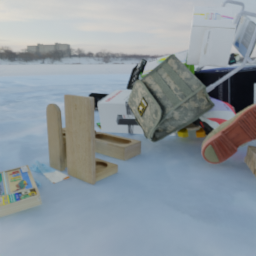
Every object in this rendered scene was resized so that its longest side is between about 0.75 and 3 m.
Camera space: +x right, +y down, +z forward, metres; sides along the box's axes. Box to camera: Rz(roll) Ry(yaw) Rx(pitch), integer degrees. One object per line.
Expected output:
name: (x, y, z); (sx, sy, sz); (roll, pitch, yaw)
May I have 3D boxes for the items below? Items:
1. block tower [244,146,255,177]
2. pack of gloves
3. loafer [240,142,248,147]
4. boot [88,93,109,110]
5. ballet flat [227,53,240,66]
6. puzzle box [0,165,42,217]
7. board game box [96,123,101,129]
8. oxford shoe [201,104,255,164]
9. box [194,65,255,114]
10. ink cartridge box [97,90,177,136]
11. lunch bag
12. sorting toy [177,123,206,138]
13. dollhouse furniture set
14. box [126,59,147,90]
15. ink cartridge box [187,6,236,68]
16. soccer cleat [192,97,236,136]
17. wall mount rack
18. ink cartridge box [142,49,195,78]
block tower: (3.044, 0.850, 6.210); (0.456, 0.488, 1.690); (5, 13, 6)
pack of gloves: (-2.078, 0.982, 6.196); (1.224, 0.242, 1.028); (13, 18, 42)
loafer: (3.430, 0.203, 8.659); (1.771, 0.637, 0.557); (-14, 8, -42)
boot: (-0.811, -1.491, 14.771); (2.115, 0.955, 2.581); (4, 19, 13)
ballet flat: (3.897, -2.533, 10.254); (0.409, 0.409, 1.120); (7, 27, 27)
puzzle box: (-2.297, 1.172, 5.277); (1.041, 0.199, 1.565); (-14, 19, -24)
board game box: (-0.931, -0.082, 10.794); (0.444, 0.099, 0.847); (-6, 15, -17)
oxford shoe: (2.668, -0.087, 6.557); (2.296, 0.813, 0.848); (-34, 14, 17)
box: (3.747, -1.323, 9.830); (2.662, 1.640, 2.640); (-9, 13, -18)
ink cartridge box: (0.524, -0.633, 10.140); (2.703, 1.132, 1.950); (4, 23, 19)
lunch bag: (1.027, -0.780, 8.018); (1.228, 2.088, 1.713); (41, 15, -48)
sorting toy: (2.410, -0.046, 9.865); (2.025, 0.364, 2.719); (-4, 14, 32)
dollhouse furniture set: (-0.833, -0.057, 7.077); (2.121, 1.817, 2.230); (11, 18, 38)
box: (0.857, -1.845, 11.296); (1.461, 1.085, 0.908); (26, -26, -19)
ink cartridge box: (2.276, -2.509, 7.789); (1.105, 1.134, 1.765); (7, 42, 10)
soccer cleat: (2.477, -0.464, 8.318); (1.082, 1.009, 2.958); (-27, 37, 0)
wall mount rack: (2.867, -2.327, 8.114); (0.985, 2.295, 2.641); (9, 34, -3)
ink cartridge box: (1.519, -2.270, 10.007); (1.572, 0.805, 2.126); (-11, 39, 27)
